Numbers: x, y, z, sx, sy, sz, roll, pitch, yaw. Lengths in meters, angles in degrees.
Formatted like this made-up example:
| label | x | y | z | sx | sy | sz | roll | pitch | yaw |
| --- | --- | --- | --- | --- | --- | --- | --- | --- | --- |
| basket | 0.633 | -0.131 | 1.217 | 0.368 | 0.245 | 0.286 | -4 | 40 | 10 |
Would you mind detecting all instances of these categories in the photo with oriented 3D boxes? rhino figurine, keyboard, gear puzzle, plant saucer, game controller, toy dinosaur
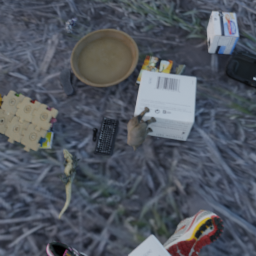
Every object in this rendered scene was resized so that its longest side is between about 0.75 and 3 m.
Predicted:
| label | x | y | z | sx | sy | sz | roll | pitch | yaw |
| --- | --- | --- | --- | --- | --- | --- | --- | --- | --- |
| rhino figurine | 0.295 | 0.165 | 8.103 | 0.805 | 1.841 | 0.550 | -40 | 72 | -20 |
| keyboard | -0.792 | 0.250 | 9.033 | 0.802 | 0.171 | 1.335 | 8 | 59 | 5 |
| gear puzzle | -3.655 | -0.342 | 9.146 | 2.985 | 0.391 | 1.546 | 23 | 82 | 22 |
| plant saucer | -0.819 | -2.443 | 9.905 | 2.413 | 0.355 | 2.413 | -2 | 69 | 6 |
| game controller | 4.882 | -1.972 | 10.223 | 2.488 | 0.524 | 1.298 | 26 | 78 | 15 |
| toy dinosaur | -1.667 | 1.354 | 7.816 | 0.500 | 0.929 | 2.107 | 9 | 49 | -12 |

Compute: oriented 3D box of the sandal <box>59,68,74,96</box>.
| label | x | y | z | sx | sy | sz | roll | pitch | yaw |
| --- | --- | --- | --- | --- | --- | --- | --- | --- | --- |
| sandal | -2.191 | -1.630 | 10.088 | 0.462 | 0.260 | 1.214 | -19 | 64 | 11 |

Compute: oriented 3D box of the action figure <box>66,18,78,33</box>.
| label | x | y | z | sx | sy | sz | roll | pitch | yaw |
| --- | --- | --- | --- | --- | --- | --- | --- | --- | --- |
| action figure | -2.335 | -4.205 | 11.453 | 0.280 | 0.526 | 0.808 | 18 | 48 | 1 |

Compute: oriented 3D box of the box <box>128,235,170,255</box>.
| label | x | y | z | sx | sy | sz | roll | pitch | yaw |
| --- | --- | --- | --- | --- | --- | --- | --- | --- | --- |
| box | 0.486 | 3.382 | 5.955 | 1.462 | 0.956 | 1.455 | -39 | 59 | -11 |

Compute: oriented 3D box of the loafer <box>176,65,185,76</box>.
| label | x | y | z | sx | sy | sz | roll | pitch | yaw |
| --- | --- | --- | --- | --- | --- | --- | --- | --- | --- |
| loafer | 1.866 | -2.053 | 10.329 | 0.271 | 0.292 | 0.777 | 19 | 51 | 19 |

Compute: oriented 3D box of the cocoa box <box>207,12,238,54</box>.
| label | x | y | z | sx | sy | sz | roll | pitch | yaw |
| --- | --- | --- | --- | --- | --- | --- | --- | --- | --- |
| cocoa box | 3.649 | -3.684 | 10.885 | 0.907 | 0.921 | 1.382 | 5 | 60 | 3 |

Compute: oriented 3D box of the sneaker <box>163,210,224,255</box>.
| label | x | y | z | sx | sy | sz | roll | pitch | yaw |
| --- | --- | --- | --- | --- | --- | --- | --- | --- | --- |
| sneaker | 1.515 | 2.898 | 7.223 | 1.987 | 0.816 | 0.773 | -35 | 101 | -4 |

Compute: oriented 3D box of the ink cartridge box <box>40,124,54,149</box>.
| label | x | y | z | sx | sy | sz | roll | pitch | yaw |
| --- | --- | --- | --- | --- | --- | --- | --- | --- | --- |
| ink cartridge box | -2.847 | 0.250 | 8.991 | 0.840 | 0.197 | 0.830 | 2 | 65 | -2 |

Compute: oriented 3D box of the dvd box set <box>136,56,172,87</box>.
| label | x | y | z | sx | sy | sz | roll | pitch | yaw |
| --- | --- | --- | --- | --- | --- | --- | --- | --- | --- |
| dvd box set | 0.975 | -2.012 | 10.322 | 1.034 | 0.208 | 1.414 | 16 | 61 | 11 |

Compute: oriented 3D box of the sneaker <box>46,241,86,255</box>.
| label | x | y | z | sx | sy | sz | roll | pitch | yaw |
| --- | --- | --- | --- | --- | --- | --- | --- | --- | --- |
| sneaker | -1.452 | 3.230 | 6.938 | 1.315 | 0.568 | 0.528 | 23 | 57 | 2 |

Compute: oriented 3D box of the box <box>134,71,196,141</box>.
| label | x | y | z | sx | sy | sz | roll | pitch | yaw |
| --- | --- | --- | --- | --- | --- | --- | --- | --- | --- |
| box | 1.173 | -0.722 | 9.019 | 1.770 | 1.163 | 1.779 | 8 | 60 | 5 |
